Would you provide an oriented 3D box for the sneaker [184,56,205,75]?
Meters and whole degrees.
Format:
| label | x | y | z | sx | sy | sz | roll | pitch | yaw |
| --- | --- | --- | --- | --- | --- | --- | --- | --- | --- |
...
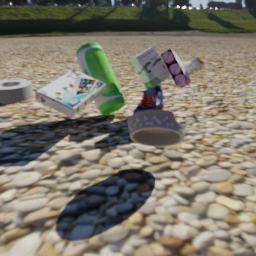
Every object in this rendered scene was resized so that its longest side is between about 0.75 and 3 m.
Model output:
| label | x | y | z | sx | sy | sz | roll | pitch | yaw |
| --- | --- | --- | --- | --- | --- | --- | --- | --- | --- |
| sneaker | 2.651 | -2.467 | 11.630 | 0.718 | 0.591 | 1.560 | -30 | -3 | -2 |

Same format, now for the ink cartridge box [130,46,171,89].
| label | x | y | z | sx | sy | sz | roll | pitch | yaw |
| --- | --- | --- | --- | --- | --- | --- | --- | --- | --- |
| ink cartridge box | 0.917 | -2.454 | 11.460 | 1.045 | 1.430 | 0.603 | -37 | 12 | -20 |

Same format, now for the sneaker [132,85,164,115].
| label | x | y | z | sx | sy | sz | roll | pitch | yaw |
| --- | --- | --- | --- | --- | --- | --- | --- | --- | --- |
| sneaker | 0.811 | -1.037 | 11.236 | 1.012 | 1.054 | 2.687 | 5 | 24 | 15 |

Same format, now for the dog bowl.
| label | x | y | z | sx | sy | sz | roll | pitch | yaw |
| --- | --- | --- | --- | --- | --- | --- | --- | --- | --- |
| dog bowl | 0.741 | 0.071 | 7.264 | 1.565 | 1.565 | 0.459 | 2 | 67 | 4 |

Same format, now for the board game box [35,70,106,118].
| label | x | y | z | sx | sy | sz | roll | pitch | yaw |
| --- | --- | --- | --- | --- | --- | --- | --- | --- | --- |
| board game box | -1.913 | -1.252 | 9.685 | 1.426 | 0.391 | 2.259 | 26 | 36 | 11 |

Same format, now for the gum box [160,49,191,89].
| label | x | y | z | sx | sy | sz | roll | pitch | yaw |
| --- | --- | --- | --- | --- | --- | --- | --- | --- | --- |
| gum box | 1.916 | -2.281 | 11.054 | 0.495 | 1.497 | 0.850 | -29 | -11 | 22 |

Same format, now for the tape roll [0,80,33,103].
| label | x | y | z | sx | sy | sz | roll | pitch | yaw |
| --- | --- | --- | --- | --- | --- | --- | --- | --- | --- |
| tape roll | -5.702 | -1.804 | 13.581 | 2.009 | 0.664 | 2.009 | 0 | 22 | 0 |

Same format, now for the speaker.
| label | x | y | z | sx | sy | sz | roll | pitch | yaw |
| --- | --- | --- | --- | --- | --- | --- | --- | --- | --- |
| speaker | -1.126 | -1.995 | 11.327 | 1.236 | 2.796 | 1.236 | -23 | -12 | -5 |
